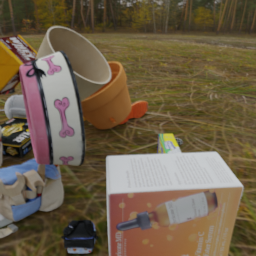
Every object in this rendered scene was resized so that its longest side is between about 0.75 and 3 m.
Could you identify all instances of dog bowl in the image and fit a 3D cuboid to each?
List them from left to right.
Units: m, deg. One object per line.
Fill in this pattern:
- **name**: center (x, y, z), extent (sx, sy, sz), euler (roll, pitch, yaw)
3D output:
- **dog bowl**: center (-1.949, -0.375, 6.955), extent (1.068, 2.896, 2.896), euler (-10, 27, -20)

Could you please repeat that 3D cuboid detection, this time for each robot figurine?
- **robot figurine**: center (-4.828, -0.890, 13.406), extent (2.339, 1.321, 1.984), euler (3, 7, 4)

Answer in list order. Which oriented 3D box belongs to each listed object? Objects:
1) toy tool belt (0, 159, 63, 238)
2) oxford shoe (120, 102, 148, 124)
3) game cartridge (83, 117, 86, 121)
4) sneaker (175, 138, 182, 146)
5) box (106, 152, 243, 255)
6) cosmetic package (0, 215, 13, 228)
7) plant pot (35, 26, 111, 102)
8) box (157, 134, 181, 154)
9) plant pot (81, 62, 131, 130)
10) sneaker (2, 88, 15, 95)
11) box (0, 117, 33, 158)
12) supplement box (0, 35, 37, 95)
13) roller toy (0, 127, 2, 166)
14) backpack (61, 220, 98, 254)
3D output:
- **toy tool belt**: center (-2.907, 1.482, 7.483), extent (1.704, 1.677, 2.729), euler (19, 22, 30)
- **oxford shoe**: center (0.029, -0.888, 14.058), extent (2.334, 0.832, 0.851), euler (-21, 28, -37)
- **game cartridge**: center (-2.704, -0.813, 14.518), extent (1.443, 0.266, 1.637), euler (3, 24, 8)
- **sneaker**: center (1.852, 0.533, 11.608), extent (0.800, 0.310, 0.319), euler (5, 17, 12)
- **box**: center (0.892, 1.858, 6.568), extent (2.768, 2.108, 1.472), euler (-2, 25, -5)
- **cosmetic package**: center (-3.704, 2.384, 7.653), extent (0.739, 0.253, 0.981), euler (-19, 31, -35)
- **plant pot**: center (-2.272, -1.572, 9.428), extent (2.386, 2.548, 2.386), euler (32, 34, -25)
- **box**: center (1.326, 1.293, 8.683), extent (0.561, 1.361, 2.319), euler (-2, 25, -5)
- **plant pot**: center (-1.137, -1.329, 12.691), extent (2.920, 2.044, 2.920), euler (-21, 35, 16)
- **sneaker**: center (-5.802, -2.433, 13.777), extent (0.590, 1.670, 0.816), euler (9, 4, 30)
- **box**: center (-4.649, 0.312, 11.720), extent (1.959, 0.605, 2.453), euler (8, 26, 12)
- **supplement box**: center (-5.032, -2.567, 11.566), extent (2.011, 1.354, 2.039), euler (-40, 12, 18)
- **roller toy**: center (-5.458, 0.729, 9.390), extent (2.561, 1.790, 2.336), euler (19, 28, 14)
- **backpack**: center (-1.137, 2.586, 6.741), extent (0.839, 0.646, 0.799), euler (6, 18, -5)
